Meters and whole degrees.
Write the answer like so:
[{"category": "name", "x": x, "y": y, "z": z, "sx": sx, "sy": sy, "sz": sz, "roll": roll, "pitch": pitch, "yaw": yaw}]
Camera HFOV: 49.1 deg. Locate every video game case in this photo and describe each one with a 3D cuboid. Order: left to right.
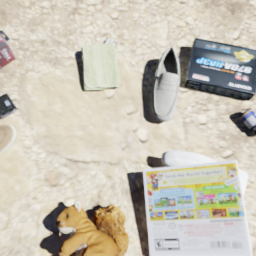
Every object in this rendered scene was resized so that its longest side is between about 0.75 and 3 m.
[{"category": "video game case", "x": 1.883, "y": 2.357, "z": 8.124, "sx": 2.808, "sy": 0.321, "sz": 2.556, "roll": -9, "pitch": 75, "yaw": 18}]

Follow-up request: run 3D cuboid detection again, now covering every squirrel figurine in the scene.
[{"category": "squirrel figurine", "x": -1.047, "y": 3.041, "z": 8.145, "sx": 2.086, "sy": 1.476, "sz": 1.947, "roll": -20, "pitch": 57, "yaw": -23}]

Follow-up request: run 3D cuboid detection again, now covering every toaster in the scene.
[{"category": "toaster", "x": -4.402, "y": -0.748, "z": 9.946, "sx": 0.699, "sy": 0.459, "sz": 0.773, "roll": -35, "pitch": 94, "yaw": -20}]

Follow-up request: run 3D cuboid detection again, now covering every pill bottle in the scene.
[{"category": "pill bottle", "x": 4.381, "y": -0.192, "z": 9.806, "sx": 0.516, "sy": 0.516, "sz": 0.922, "roll": -31, "pitch": 71, "yaw": -12}]

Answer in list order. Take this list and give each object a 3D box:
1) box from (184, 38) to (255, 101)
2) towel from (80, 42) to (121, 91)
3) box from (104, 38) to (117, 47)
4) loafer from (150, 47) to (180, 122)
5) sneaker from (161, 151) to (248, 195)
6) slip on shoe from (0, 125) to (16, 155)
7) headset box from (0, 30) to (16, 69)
[{"category": "box", "x": 3.550, "y": -2.258, "z": 10.642, "sx": 2.537, "sy": 0.584, "sz": 2.017, "roll": 14, "pitch": 68, "yaw": 6}, {"category": "towel", "x": -1.051, "y": -2.365, "z": 10.718, "sx": 1.457, "sy": 0.358, "sz": 1.963, "roll": -7, "pitch": 73, "yaw": -2}, {"category": "box", "x": -0.807, "y": -3.195, "z": 11.284, "sx": 0.473, "sy": 0.149, "sz": 0.859, "roll": 20, "pitch": 68, "yaw": 8}, {"category": "loafer", "x": 1.357, "y": -1.614, "z": 10.142, "sx": 1.004, "sy": 1.002, "sz": 2.871, "roll": 5, "pitch": 67, "yaw": 2}, {"category": "sneaker", "x": 2.240, "y": 1.786, "z": 8.690, "sx": 2.793, "sy": 1.029, "sz": 1.614, "roll": 17, "pitch": 65, "yaw": 6}, {"category": "slip on shoe", "x": -5.075, "y": 0.614, "z": 9.302, "sx": 2.646, "sy": 0.802, "sz": 1.006, "roll": -24, "pitch": 69, "yaw": -10}, {"category": "headset box", "x": -5.817, "y": -2.962, "z": 10.720, "sx": 2.573, "sy": 0.993, "sz": 1.914, "roll": -39, "pitch": 74, "yaw": -16}]
